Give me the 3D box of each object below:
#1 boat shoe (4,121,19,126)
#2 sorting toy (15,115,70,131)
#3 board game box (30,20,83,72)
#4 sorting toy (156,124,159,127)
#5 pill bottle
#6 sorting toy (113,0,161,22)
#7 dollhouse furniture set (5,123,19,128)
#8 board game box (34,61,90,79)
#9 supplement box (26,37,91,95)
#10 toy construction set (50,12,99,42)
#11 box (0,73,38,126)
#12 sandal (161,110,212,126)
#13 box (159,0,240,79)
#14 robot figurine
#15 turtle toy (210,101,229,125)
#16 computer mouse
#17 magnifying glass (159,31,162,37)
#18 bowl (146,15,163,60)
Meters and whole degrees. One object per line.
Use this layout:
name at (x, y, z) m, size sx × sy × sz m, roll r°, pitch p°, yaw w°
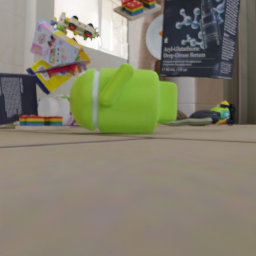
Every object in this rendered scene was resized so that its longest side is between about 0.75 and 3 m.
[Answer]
boat shoe at (-4.797, -0.669, 10.872) m, size 2.805 × 0.999 × 0.979 m, roll 11°, pitch 7°, yaw 5°
sorting toy at (-1.930, -0.112, 6.296) m, size 0.923 × 0.323 × 0.929 m, roll 0°, pitch 1°, yaw -38°
board game box at (-2.657, -2.901, 10.311) m, size 1.739 × 1.330 × 0.351 m, roll 33°, pitch 42°, yaw -3°
sorting toy at (-0.186, -0.724, 11.435) m, size 2.452 × 1.455 × 2.723 m, roll -4°, pitch 3°, yaw -38°
pill bottle at (-2.795, -0.801, 13.146) m, size 1.456 × 1.456 × 2.593 m, roll 1°, pitch 2°, yaw 43°
sorting toy at (0.230, -3.629, 8.233) m, size 1.063 × 0.370 × 1.056 m, roll -29°, pitch 47°, yaw -17°
dollhouse furniture set at (-4.134, -0.063, 9.632) m, size 0.382 × 0.295 × 0.763 m, roll -8°, pitch -24°, yaw 40°
board game box at (-2.133, -1.840, 9.274) m, size 1.852 × 0.361 × 1.463 m, roll -9°, pitch 10°, yaw 27°
supplement box at (-2.982, -2.638, 11.978) m, size 2.364 × 1.295 × 1.287 m, roll -40°, pitch 22°, yaw -10°
toy construction set at (-1.962, -3.701, 10.651) m, size 1.987 × 0.915 × 1.303 m, roll 5°, pitch -11°, yaw -26°
box at (-4.339, -0.841, 8.137) m, size 2.420 × 1.445 × 2.461 m, roll 0°, pitch 10°, yaw 13°
sandal at (2.528, -0.503, 13.573) m, size 2.952 × 0.842 × 1.172 m, roll 0°, pitch 1°, yaw 2°
box at (1.604, -2.084, 6.320) m, size 1.410 × 1.899 × 1.017 m, roll 9°, pitch 11°, yaw 36°
robot figurine at (-0.123, -0.401, 4.260) m, size 1.671 × 0.966 × 1.466 m, roll 2°, pitch -2°, yaw -1°
turtle toy at (5.671, -0.781, 17.749) m, size 1.726 × 1.197 × 2.368 m, roll -27°, pitch -8°, yaw 18°
computer mouse at (4.333, -0.825, 14.548) m, size 2.482 × 0.571 × 1.743 m, roll 1°, pitch 40°, yaw 30°
magnifying glass at (1.327, -2.695, 8.823) m, size 0.542 × 1.362 × 0.153 m, roll -33°, pitch -40°, yaw 6°
bowl at (1.565, -3.371, 10.631) m, size 1.695 × 1.695 × 0.762 m, roll 0°, pitch 6°, yaw 18°
